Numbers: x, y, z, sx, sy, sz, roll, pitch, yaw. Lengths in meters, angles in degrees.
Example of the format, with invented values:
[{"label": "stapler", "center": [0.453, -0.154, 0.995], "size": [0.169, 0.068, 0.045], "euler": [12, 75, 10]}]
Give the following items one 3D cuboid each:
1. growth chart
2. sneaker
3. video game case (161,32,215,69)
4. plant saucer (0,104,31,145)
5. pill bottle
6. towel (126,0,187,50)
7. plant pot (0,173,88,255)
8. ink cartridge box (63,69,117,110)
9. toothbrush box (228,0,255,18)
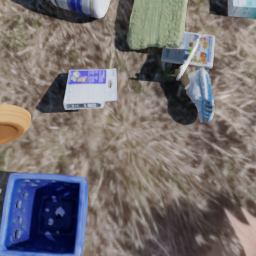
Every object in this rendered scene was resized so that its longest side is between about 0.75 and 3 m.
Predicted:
[{"label": "growth chart", "center": [1.840, -2.102, 8.504], "size": [0.126, 1.028, 1.420], "euler": [28, 74, 8]}, {"label": "sneaker", "center": [2.118, -0.928, 8.393], "size": [0.718, 0.621, 1.657], "euler": [-9, 80, 41]}, {"label": "video game case", "center": [1.993, -2.627, 9.272], "size": [1.649, 0.149, 1.181], "euler": [9, 73, 3]}, {"label": "plant saucer", "center": [-3.515, 0.041, 7.141], "size": [2.056, 2.056, 0.385], "euler": [-18, 73, -6]}, {"label": "pill bottle", "center": [-1.806, -4.579, 9.287], "size": [2.259, 1.307, 1.307], "euler": [18, 73, 5]}, {"label": "towel", "center": [1.003, -3.737, 9.215], "size": [1.897, 0.467, 2.558], "euler": [3, 74, 17]}, {"label": "plant pot", "center": [-1.898, 2.169, 6.948], "size": [1.847, 1.661, 1.847], "euler": [3, 72, 0]}, {"label": "ink cartridge box", "center": [-1.079, -1.192, 8.376], "size": [1.510, 0.328, 1.496], "euler": [-3, 49, 1]}, {"label": "toothbrush box", "center": [4.132, -4.330, 9.618], "size": [1.258, 0.537, 0.921], "euler": [6, 72, 3]}]
